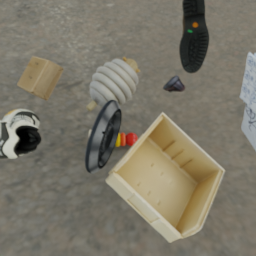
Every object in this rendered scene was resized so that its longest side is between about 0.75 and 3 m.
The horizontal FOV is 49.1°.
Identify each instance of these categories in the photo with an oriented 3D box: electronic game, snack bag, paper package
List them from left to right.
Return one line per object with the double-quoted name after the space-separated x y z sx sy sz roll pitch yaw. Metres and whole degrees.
-2.746 -1.565 8.746 1.211 0.627 1.154 22 83 46 "paper package"
-0.521 0.190 5.987 0.340 1.633 1.633 18 54 11 "electronic game"
3.556 -0.073 7.150 0.305 2.853 2.690 -14 45 0 "snack bag"

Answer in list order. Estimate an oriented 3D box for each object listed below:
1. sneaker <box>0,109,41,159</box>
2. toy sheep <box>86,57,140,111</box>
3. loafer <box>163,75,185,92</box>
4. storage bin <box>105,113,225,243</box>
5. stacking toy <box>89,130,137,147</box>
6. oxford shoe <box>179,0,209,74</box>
-2.657 0.222 6.959 1.216 1.049 2.773 9 14 3 "sneaker"
-0.451 -1.206 8.029 1.389 1.389 2.014 33 78 23 "toy sheep"
1.559 -1.391 9.470 0.527 1.675 0.602 44 96 -2 "loafer"
0.890 1.099 6.521 2.104 0.986 2.089 44 44 1 "storage bin"
-0.530 0.443 10.066 1.753 0.748 0.748 1 52 -6 "stacking toy"
1.967 -2.702 8.283 0.817 0.949 2.248 4 91 12 "oxford shoe"
